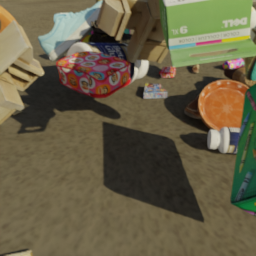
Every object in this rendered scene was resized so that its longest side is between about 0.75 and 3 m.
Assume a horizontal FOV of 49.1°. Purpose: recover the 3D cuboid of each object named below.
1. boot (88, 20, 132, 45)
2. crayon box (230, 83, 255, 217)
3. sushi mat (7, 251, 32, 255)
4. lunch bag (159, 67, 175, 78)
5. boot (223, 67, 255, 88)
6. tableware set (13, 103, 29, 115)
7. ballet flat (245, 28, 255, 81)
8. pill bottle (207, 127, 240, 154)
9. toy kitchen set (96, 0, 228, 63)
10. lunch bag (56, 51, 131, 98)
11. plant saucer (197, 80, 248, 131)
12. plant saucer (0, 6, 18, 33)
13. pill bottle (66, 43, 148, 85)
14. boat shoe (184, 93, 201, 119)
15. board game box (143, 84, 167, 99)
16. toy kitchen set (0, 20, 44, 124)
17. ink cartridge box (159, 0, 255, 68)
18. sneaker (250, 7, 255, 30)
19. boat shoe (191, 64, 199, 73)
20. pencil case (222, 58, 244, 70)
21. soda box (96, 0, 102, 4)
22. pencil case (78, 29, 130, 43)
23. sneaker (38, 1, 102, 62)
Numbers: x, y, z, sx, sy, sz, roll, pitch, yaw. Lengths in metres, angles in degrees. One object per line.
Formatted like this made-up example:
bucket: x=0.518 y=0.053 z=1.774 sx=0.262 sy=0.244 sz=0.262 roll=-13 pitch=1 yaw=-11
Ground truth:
boot: x=-0.353 y=-2.990 z=9.032 sx=1.944 sy=0.673 sz=1.693 roll=-6 pitch=-1 yaw=-18
crayon box: x=2.674 y=0.392 z=4.741 sx=1.445 sy=0.709 sz=2.433 roll=27 pitch=59 yaw=-8
sushi mat: x=-2.897 y=2.826 z=4.716 sx=2.444 sy=0.148 sz=1.169 roll=-7 pitch=32 yaw=-10
lunch bag: x=1.803 y=-2.578 z=13.013 sx=0.720 sy=0.335 sz=0.817 roll=5 pitch=32 yaw=16
boot: x=5.380 y=-1.750 z=11.077 sx=2.847 sy=1.030 sz=2.369 roll=20 pitch=18 yaw=-3
tableware set: x=-4.270 y=-0.747 z=10.320 sx=1.084 sy=0.126 sz=0.905 roll=11 pitch=35 yaw=17
ballet flat: x=2.651 y=-1.880 z=5.235 sx=0.743 sy=2.102 sz=0.743 roll=6 pitch=47 yaw=-6
pill bottle: x=2.996 y=0.373 z=7.972 sx=1.354 sy=0.752 sz=0.752 roll=4 pitch=33 yaw=6
toy kitchen set: x=0.508 y=-2.017 z=6.619 sx=2.069 sy=2.536 sz=2.288 roll=0 pitch=61 yaw=-21
lunch bag: x=-0.722 y=-1.317 z=6.409 sx=1.526 sy=0.625 sz=1.344 roll=25 pitch=45 yaw=31
plant saucer: x=3.288 y=-0.643 z=9.192 sx=2.028 sy=0.327 sz=2.028 roll=0 pitch=65 yaw=0
plant saucer: x=-3.482 y=-1.947 z=6.706 sx=0.425 sy=2.270 sz=2.270 roll=13 pitch=33 yaw=43
pill bottle: x=-0.560 y=-1.961 z=8.807 sx=2.492 sy=1.384 sz=1.384 roll=-16 pitch=34 yaw=-42
boat shoe: x=2.964 y=-1.113 z=10.121 sx=0.987 sy=0.936 sz=2.607 roll=28 pitch=42 yaw=36
board game box: x=1.110 y=-1.463 z=11.277 sx=0.934 sy=0.288 sz=0.935 roll=5 pitch=33 yaw=6
toy kitchen set: x=-2.136 y=-1.081 z=5.780 sx=1.957 sy=1.597 sz=1.766 roll=59 pitch=16 yaw=24
ink cartridge box: x=1.050 y=-1.639 z=4.026 sx=1.104 sy=0.630 sz=2.126 roll=-6 pitch=35 yaw=6
sneaker: x=3.411 y=-3.484 z=10.263 sx=1.030 sy=2.551 sz=0.976 roll=41 pitch=36 yaw=-15
boat shoe: x=3.236 y=-2.901 z=13.483 sx=0.349 sy=0.331 sz=0.922 roll=7 pitch=33 yaw=10
pencil case: x=5.143 y=-3.097 z=13.668 sx=1.110 sy=0.491 sz=0.491 roll=-19 pitch=37 yaw=-26
soda box: x=-0.822 y=-4.522 z=11.035 sx=0.528 sy=1.558 sz=0.499 roll=-34 pitch=72 yaw=-8
pencil case: x=-0.998 y=-3.371 z=10.267 sx=2.141 sy=0.946 sz=0.946 roll=-9 pitch=34 yaw=-13
sneaker: x=-1.794 y=-3.358 z=8.975 sx=2.707 sy=1.109 sz=1.001 roll=-38 pitch=15 yaw=8
